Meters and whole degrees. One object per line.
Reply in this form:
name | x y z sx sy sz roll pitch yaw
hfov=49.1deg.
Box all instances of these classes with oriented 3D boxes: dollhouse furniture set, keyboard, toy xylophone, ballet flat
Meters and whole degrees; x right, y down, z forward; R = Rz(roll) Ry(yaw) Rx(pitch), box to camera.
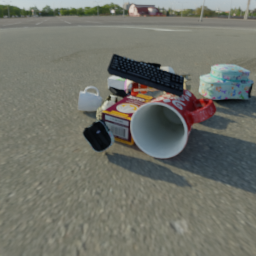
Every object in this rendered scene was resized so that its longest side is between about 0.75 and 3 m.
dollhouse furniture set | 2.420 -1.889 13.733 0.932 1.230 1.403 -5 0 -13
keyboard | 0.678 -1.970 9.742 2.648 0.340 1.590 18 39 -5
keyboard | 0.043 -1.468 13.031 2.027 0.260 1.217 15 21 -34
toy xylophone | 0.851 -1.720 10.677 2.155 0.541 1.578 0 45 12
ballet flat | -0.789 -0.863 11.726 0.852 0.946 2.511 24 24 -9

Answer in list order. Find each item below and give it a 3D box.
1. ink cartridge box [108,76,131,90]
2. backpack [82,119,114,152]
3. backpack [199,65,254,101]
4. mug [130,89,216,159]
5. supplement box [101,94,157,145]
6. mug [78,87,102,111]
ink cartridge box | -0.291 -2.626 15.837 1.104 0.638 1.518 14 29 26
backpack | -0.930 0.291 9.230 0.846 0.953 0.717 -34 -3 12
backpack | 4.749 -2.201 13.895 2.320 1.747 2.060 -9 26 -6
mug | 1.760 -0.294 9.799 2.494 1.875 2.810 11 24 21
supplement box | 0.154 -0.433 10.745 1.320 1.025 2.393 17 31 24
mug | -1.673 -1.289 12.525 0.993 1.132 0.836 7 21 -7
